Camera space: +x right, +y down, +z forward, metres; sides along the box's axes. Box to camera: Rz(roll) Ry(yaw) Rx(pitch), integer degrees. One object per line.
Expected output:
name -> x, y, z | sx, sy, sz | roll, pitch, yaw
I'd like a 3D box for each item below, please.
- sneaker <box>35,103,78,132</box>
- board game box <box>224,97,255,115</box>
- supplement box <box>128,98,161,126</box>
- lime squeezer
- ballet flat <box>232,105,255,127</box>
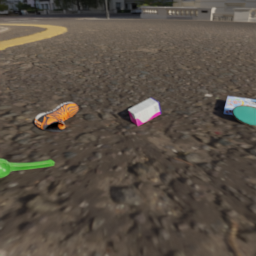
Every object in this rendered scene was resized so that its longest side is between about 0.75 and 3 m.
sneaker -> -2.207, -0.287, 9.360 | 1.598, 0.620, 0.895 | -31, 43, -31
board game box -> 4.528, -0.744, 10.486 | 1.682, 0.308, 1.272 | 9, 28, 20
supplement box -> 0.566, -0.552, 9.600 | 0.980, 0.496, 0.506 | -28, 36, -17
lime squeezer -> -3.052, 1.267, 6.390 | 0.983, 0.525, 2.784 | 41, 37, 9
ballet flat -> 4.517, -0.317, 9.431 | 1.946, 0.662, 0.654 | 18, 10, 23
